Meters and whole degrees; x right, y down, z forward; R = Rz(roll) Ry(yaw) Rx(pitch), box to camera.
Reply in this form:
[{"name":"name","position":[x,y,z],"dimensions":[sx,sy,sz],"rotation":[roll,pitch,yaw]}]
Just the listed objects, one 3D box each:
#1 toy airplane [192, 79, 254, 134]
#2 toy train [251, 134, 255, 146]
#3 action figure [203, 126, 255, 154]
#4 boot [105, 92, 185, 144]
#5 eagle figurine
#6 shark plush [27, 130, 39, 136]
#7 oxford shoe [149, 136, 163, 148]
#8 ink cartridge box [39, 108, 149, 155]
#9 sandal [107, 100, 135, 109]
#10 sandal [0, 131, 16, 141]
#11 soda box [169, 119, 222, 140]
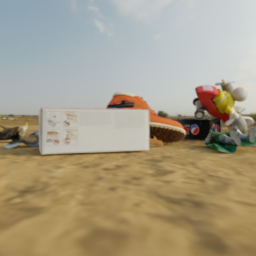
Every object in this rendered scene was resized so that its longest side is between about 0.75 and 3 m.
[{"name":"toy airplane","position":[4.313,-0.834,11.748],"dimensions":[2.772,2.784,1.965],"rotation":[-12,-29,-48]},{"name":"toy train","position":[5.065,0.216,8.549],"dimensions":[2.552,0.710,1.917],"rotation":[1,1,26]},{"name":"action figure","position":[2.659,0.295,7.692],"dimensions":[1.352,0.626,2.289],"rotation":[-9,-2,-5]},{"name":"boot","position":[0.593,-0.418,9.479],"dimensions":[2.863,1.535,1.074],"rotation":[14,-32,6]},{"name":"eagle figurine","position":[-3.174,0.287,8.397],"dimensions":[0.928,0.923,1.223],"rotation":[46,-9,29]},{"name":"shark plush","position":[-3.237,0.355,11.884],"dimensions":[2.397,1.089,0.999],"rotation":[-22,-12,-20]},{"name":"oxford shoe","position":[0.808,0.409,8.475],"dimensions":[0.339,0.339,0.951],"rotation":[-1,-1,29]},{"name":"ink cartridge box","position":[-1.039,0.044,7.461],"dimensions":[2.572,1.079,2.258],"rotation":[-1,1,-19]},{"name":"sandal","position":[-0.224,-0.628,7.381],"dimensions":[0.369,0.208,0.971],"rotation":[5,-3,-43]},{"name":"sandal","position":[-5.193,0.169,10.224],"dimensions":[2.587,0.619,0.973],"rotation":[-3,-8,-17]},{"name":"soda box","position":[2.845,0.041,12.396],"dimensions":[0.812,0.907,2.564],"rotation":[-4,4,-36]}]
